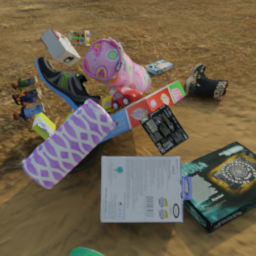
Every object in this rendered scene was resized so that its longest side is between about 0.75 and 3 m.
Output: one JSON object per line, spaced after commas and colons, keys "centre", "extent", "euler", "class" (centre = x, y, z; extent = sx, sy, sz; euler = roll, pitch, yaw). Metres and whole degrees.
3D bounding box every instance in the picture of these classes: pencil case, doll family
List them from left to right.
{"centre": [-1.890, -0.523, 5.159], "extent": [0.565, 0.384, 0.977], "euler": [-17, 49, -9], "class": "doll family"}
{"centre": [-1.328, 0.317, 6.339], "extent": [2.260, 0.948, 0.966], "euler": [-43, 36, -7], "class": "pencil case"}
{"centre": [-0.211, -1.663, 8.389], "extent": [1.237, 1.237, 2.830], "euler": [16, -1, 21], "class": "pencil case"}

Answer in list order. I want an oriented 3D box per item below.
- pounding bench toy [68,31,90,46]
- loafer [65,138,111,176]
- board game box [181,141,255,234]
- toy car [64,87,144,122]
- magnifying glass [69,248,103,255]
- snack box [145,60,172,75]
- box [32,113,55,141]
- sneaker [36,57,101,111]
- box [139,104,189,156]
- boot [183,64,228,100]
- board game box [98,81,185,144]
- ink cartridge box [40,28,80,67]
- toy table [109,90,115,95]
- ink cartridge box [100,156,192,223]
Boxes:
{"centre": [-1.588, -2.927, 9.167], "extent": [0.592, 0.471, 0.758], "euler": [1, 17, 8], "class": "pounding bench toy"}
{"centre": [-1.281, 0.398, 7.926], "extent": [0.951, 0.930, 2.606], "euler": [-19, 19, 27], "class": "loafer"}
{"centre": [2.514, 1.362, 7.269], "extent": [2.738, 0.386, 1.852], "euler": [-18, 39, -23], "class": "board game box"}
{"centre": [-0.854, -0.561, 7.858], "extent": [2.102, 0.498, 2.233], "euler": [-23, 3, -18], "class": "toy car"}
{"centre": [0.011, 2.815, 4.903], "extent": [2.424, 0.965, 0.271], "euler": [23, 38, 13], "class": "magnifying glass"}
{"centre": [1.496, -2.929, 13.502], "extent": [1.189, 0.220, 0.690], "euler": [-28, 44, -33], "class": "snack box"}
{"centre": [-2.618, -0.010, 8.759], "extent": [0.270, 0.690, 1.131], "euler": [-39, 25, 6], "class": "box"}
{"centre": [-1.502, -1.134, 7.138], "extent": [1.976, 0.819, 0.700], "euler": [40, 7, 2], "class": "sneaker"}
{"centre": [0.789, 0.037, 6.213], "extent": [0.726, 0.887, 0.382], "euler": [-35, 14, 4], "class": "box"}
{"centre": [3.309, -1.892, 11.547], "extent": [1.582, 0.769, 2.100], "euler": [16, 42, 24], "class": "boot"}
{"centre": [0.350, -0.511, 8.118], "extent": [1.986, 0.523, 2.595], "euler": [-24, 5, 33], "class": "board game box"}
{"centre": [-2.490, -2.951, 10.399], "extent": [0.571, 1.006, 1.380], "euler": [-36, -5, 11], "class": "ink cartridge box"}
{"centre": [-0.277, -1.514, 10.746], "extent": [1.159, 1.066, 0.679], "euler": [8, 44, -52], "class": "toy table"}
{"centre": [0.444, 1.373, 6.302], "extent": [2.088, 0.797, 1.424], "euler": [0, 80, 0], "class": "ink cartridge box"}
